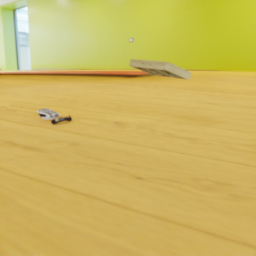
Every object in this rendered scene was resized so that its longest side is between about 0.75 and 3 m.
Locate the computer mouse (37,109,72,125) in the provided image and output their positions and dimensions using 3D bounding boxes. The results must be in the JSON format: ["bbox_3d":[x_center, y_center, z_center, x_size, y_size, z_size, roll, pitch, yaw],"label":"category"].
[{"bbox_3d":[-3.425,-0.495,12.618,1.751,0.384,0.960,19,29,37],"label":"computer mouse"}]

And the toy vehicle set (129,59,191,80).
[{"bbox_3d":[1.199,-2.290,10.927,1.358,0.290,2.185,12,6,-38],"label":"toy vehicle set"}]
